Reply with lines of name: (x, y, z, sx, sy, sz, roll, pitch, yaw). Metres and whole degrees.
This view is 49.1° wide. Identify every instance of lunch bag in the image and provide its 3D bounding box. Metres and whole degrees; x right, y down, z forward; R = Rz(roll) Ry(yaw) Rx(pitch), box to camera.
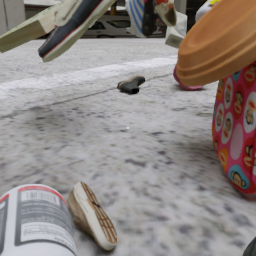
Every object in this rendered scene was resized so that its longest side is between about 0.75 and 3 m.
lunch bag: (2.441, -0.433, 5.367, 1.200, 2.581, 2.930, 2, 21, 4)

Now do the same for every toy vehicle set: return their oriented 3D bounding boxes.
toy vehicle set: (-2.192, -2.934, 7.555, 1.644, 0.351, 2.646, -10, 34, 29)

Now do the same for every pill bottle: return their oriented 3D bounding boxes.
pill bottle: (-1.023, 1.393, 2.967, 0.940, 0.940, 1.622, -7, 23, -17)
pill bottle: (2.977, -3.404, 7.572, 2.208, 1.206, 1.206, -46, 32, -4)

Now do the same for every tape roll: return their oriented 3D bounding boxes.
tape roll: (-1.659, -4.063, 9.597, 1.314, 0.459, 1.314, 39, 0, 0)

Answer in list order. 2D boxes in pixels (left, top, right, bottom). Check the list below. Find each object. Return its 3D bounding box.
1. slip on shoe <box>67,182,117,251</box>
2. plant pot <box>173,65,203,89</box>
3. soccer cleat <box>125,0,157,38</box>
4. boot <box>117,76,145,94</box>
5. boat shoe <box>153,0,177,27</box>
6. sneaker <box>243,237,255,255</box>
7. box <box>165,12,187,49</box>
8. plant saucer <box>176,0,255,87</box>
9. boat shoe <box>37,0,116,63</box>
slip on shoe: (-0.575, 1.294, 4.027, 0.396, 0.497, 1.307, -44, 40, -2)
plant pot: (2.691, -2.478, 12.363, 1.584, 1.584, 1.418, -4, 5, -9)
soccer cleat: (0.220, -2.624, 5.466, 0.711, 1.646, 0.575, 24, 34, 33)
boot: (0.368, -1.756, 11.799, 1.373, 0.532, 0.950, -27, 36, -26)
boat shoe: (1.027, -3.561, 8.076, 0.608, 0.692, 1.943, 43, 3, 18)
sneaker: (1.450, 1.672, 2.733, 0.733, 1.099, 1.918, 18, 55, 24)
box: (1.830, -3.720, 10.609, 0.633, 0.527, 1.540, 17, 53, -8)
plant saucer: (2.001, -1.993, 5.136, 2.984, 0.558, 2.984, -40, 18, 16)
boat shoe: (-1.249, -2.526, 6.402, 2.433, 0.761, 0.866, -44, 12, 6)
